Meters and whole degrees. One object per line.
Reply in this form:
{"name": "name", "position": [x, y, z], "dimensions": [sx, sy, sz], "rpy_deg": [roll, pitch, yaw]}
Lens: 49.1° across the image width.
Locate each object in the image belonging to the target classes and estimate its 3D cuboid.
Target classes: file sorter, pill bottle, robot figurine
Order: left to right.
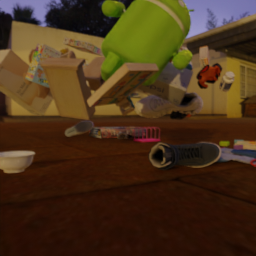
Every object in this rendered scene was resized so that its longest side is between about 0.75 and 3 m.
{"name": "robot figurine", "position": [0.415, -2.075, 6.585], "dimensions": [2.301, 2.622, 1.517], "rpy_deg": [36, -6, 2]}
{"name": "file sorter", "position": [0.956, 0.332, 14.248], "dimensions": [1.126, 0.706, 0.782], "rpy_deg": [-2, 4, -32]}
{"name": "pill bottle", "position": [3.790, -1.769, 10.736], "dimensions": [0.427, 0.427, 0.769], "rpy_deg": [0, -35, -2]}

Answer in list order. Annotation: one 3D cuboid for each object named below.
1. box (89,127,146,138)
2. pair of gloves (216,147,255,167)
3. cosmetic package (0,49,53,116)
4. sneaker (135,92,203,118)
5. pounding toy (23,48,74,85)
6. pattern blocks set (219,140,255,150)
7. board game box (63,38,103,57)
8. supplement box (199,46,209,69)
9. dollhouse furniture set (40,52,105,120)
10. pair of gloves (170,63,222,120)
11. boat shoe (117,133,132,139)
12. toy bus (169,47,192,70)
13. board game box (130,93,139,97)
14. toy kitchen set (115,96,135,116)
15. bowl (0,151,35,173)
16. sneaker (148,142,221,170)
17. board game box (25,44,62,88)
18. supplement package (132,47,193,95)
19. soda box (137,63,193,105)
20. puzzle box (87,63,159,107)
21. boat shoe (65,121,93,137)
{"name": "box", "position": [-0.654, 0.252, 17.069], "dimensions": [2.962, 0.591, 2.028], "rpy_deg": [-1, 3, -27]}
{"name": "pair of gloves", "position": [3.271, 0.852, 8.386], "dimensions": [2.208, 0.252, 1.775], "rpy_deg": [-4, 6, -43]}
{"name": "cosmetic package", "position": [-4.446, -1.828, 11.753], "dimensions": [0.968, 1.432, 2.722], "rpy_deg": [8, -25, 41]}
{"name": "sneaker", "position": [1.347, -0.879, 9.721], "dimensions": [2.384, 0.896, 0.966], "rpy_deg": [-6, -11, 16]}
{"name": "pounding toy", "position": [-3.235, -2.610, 10.919], "dimensions": [2.083, 1.191, 1.195], "rpy_deg": [-29, 39, -21]}
{"name": "pattern blocks set", "position": [4.944, 0.712, 11.222], "dimensions": [2.442, 0.225, 2.778], "rpy_deg": [2, 3, 32]}
{"name": "board game box", "position": [-1.894, -3.464, 11.999], "dimensions": [1.565, 0.268, 1.052], "rpy_deg": [23, 8, 39]}
{"name": "supplement box", "position": [3.355, -3.055, 12.301], "dimensions": [0.357, 0.613, 0.972], "rpy_deg": [-6, 43, 22]}
{"name": "dollhouse furniture set", "position": [-1.371, -1.916, 9.398], "dimensions": [2.639, 1.869, 2.873], "rpy_deg": [8, 42, 20]}
{"name": "pair of gloves", "position": [2.820, -1.459, 11.587], "dimensions": [0.351, 2.840, 2.531], "rpy_deg": [43, 23, 20]}
{"name": "boat shoe", "position": [-0.158, 0.443, 15.477], "dimensions": [0.375, 0.374, 1.035], "rpy_deg": [5, 5, 41]}
{"name": "toy bus", "position": [1.232, -2.335, 8.999], "dimensions": [0.828, 1.602, 1.511], "rpy_deg": [-42, 17, 33]}
{"name": "board game box", "position": [0.382, -2.092, 14.124], "dimensions": [0.137, 0.944, 0.635], "rpy_deg": [24, 29, 35]}
{"name": "toy kitchen set", "position": [-0.264, -1.940, 13.457], "dimensions": [1.295, 2.198, 1.761], "rpy_deg": [-30, -40, 5]}
{"name": "bowl", "position": [-2.737, 0.826, 6.714], "dimensions": [0.964, 0.433, 0.964], "rpy_deg": [0, 3, 0]}
{"name": "sneaker", "position": [1.329, 0.658, 6.781], "dimensions": [1.698, 0.645, 1.227], "rpy_deg": [-9, -11, 22]}
{"name": "board game box", "position": [-2.744, -2.007, 9.057], "dimensions": [0.639, 1.218, 0.627], "rpy_deg": [19, 2, -42]}
{"name": "supplement package", "position": [1.046, -2.437, 11.680], "dimensions": [2.736, 1.605, 1.599], "rpy_deg": [5, -42, -7]}
{"name": "soda box", "position": [0.559, -1.490, 7.727], "dimensions": [2.265, 0.718, 0.773], "rpy_deg": [22, -24, 6]}
{"name": "puzzle box", "position": [-0.122, -0.833, 5.541], "dimensions": [0.883, 0.169, 1.328], "rpy_deg": [-12, -17, -45]}
{"name": "boat shoe", "position": [-2.918, 0.026, 17.033], "dimensions": [1.887, 0.694, 0.630], "rpy_deg": [-16, -4, 14]}
